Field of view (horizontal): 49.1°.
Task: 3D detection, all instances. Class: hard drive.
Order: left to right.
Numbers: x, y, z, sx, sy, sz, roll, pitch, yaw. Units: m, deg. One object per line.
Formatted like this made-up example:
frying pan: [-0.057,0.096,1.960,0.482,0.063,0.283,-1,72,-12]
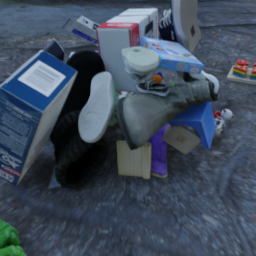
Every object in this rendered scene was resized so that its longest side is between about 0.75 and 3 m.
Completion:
hard drive: [-2.635,-1.243,8.493,0.552,2.609,1.760,28,54,-7]

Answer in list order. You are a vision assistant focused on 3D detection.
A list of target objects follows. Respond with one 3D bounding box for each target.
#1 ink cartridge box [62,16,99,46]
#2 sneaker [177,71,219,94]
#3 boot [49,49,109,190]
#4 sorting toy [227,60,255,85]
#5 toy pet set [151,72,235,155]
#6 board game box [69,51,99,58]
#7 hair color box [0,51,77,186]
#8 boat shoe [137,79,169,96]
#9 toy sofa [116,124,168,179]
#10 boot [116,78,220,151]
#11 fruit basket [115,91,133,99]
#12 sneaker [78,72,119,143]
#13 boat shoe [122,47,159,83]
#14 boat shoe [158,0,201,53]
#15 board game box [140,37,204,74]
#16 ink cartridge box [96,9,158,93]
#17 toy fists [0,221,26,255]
ink cartridge box: [-1.198,-2.962,8.580,1.508,0.296,0.750,19,-15,-30]
sneaker: [1.990,-1.500,8.516,0.676,0.630,1.704,-14,36,-23]
boot: [-1.114,-0.269,6.907,1.141,3.031,2.266,9,22,-24]
sorting toy: [5.339,-2.511,12.410,1.541,0.539,1.550,15,36,22]
toy pet set: [1.772,-0.680,7.940,2.664,1.414,2.487,32,49,-1]
board game box: [-1.517,-1.549,8.884,1.287,0.353,2.039,4,63,22]
hair color box: [-2.187,-0.086,6.100,0.877,2.898,1.449,31,44,-6]
boat shoe: [0.519,-0.917,6.191,0.793,0.271,0.293,23,53,36]
toy sofa: [0.530,0.158,7.811,1.271,1.079,2.605,4,33,9]
boot: [0.974,-0.557,6.128,1.944,1.008,2.976,-16,13,20]
fruit basket: [-0.921,-1.194,9.515,2.330,1.092,2.158,-6,34,25]
sneaker: [-0.516,-0.244,6.686,0.753,1.207,2.047,-7,47,18]
boat shoe: [0.274,-1.389,6.312,0.641,0.655,1.838,-13,26,-6]
boat shoe: [1.235,-2.907,7.584,1.108,2.389,0.892,27,82,24]
board game box: [1.043,-1.830,6.987,1.128,0.273,1.491,3,35,-20]
ink cartridge box: [0.121,-2.401,8.396,1.037,1.787,2.477,7,35,19]
toy fists: [-2.293,2.280,5.067,0.764,0.515,1.499,-20,37,-29]
